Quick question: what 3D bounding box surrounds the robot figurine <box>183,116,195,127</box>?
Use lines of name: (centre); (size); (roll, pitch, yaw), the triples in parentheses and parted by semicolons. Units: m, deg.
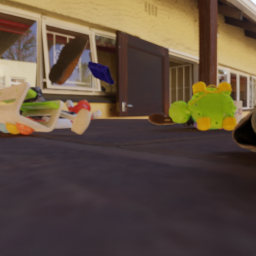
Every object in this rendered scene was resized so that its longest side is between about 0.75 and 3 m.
robot figurine: (2.263, -0.444, 8.663); (1.068, 0.887, 1.421); (2, 2, 0)

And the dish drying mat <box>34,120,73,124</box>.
dish drying mat: (-3.286, -0.185, 10.916); (2.407, 0.219, 0.924); (0, 3, -11)

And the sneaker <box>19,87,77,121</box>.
sneaker: (-3.587, -0.957, 12.044); (2.878, 1.638, 1.086); (0, 2, 3)

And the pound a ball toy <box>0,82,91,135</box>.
pound a ball toy: (-1.911, -0.184, 5.735); (2.061, 0.876, 1.344); (2, -22, 48)

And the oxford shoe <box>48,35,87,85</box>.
oxford shoe: (-1.437, -1.662, 6.931); (0.490, 1.375, 0.490); (38, 4, 18)

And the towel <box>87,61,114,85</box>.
towel: (-1.349, -2.615, 13.464); (1.387, 1.024, 0.344); (28, 62, 38)

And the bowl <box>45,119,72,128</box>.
bowl: (-2.225, -0.138, 8.799); (0.771, 0.288, 0.770); (-4, 4, -43)

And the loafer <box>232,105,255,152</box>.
loafer: (1.159, 0.024, 2.082); (0.565, 0.645, 1.796); (-13, -9, 14)

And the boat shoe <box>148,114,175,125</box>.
boat shoe: (1.403, -0.300, 11.690); (1.255, 0.463, 0.464); (7, -11, -12)

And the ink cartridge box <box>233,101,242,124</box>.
ink cartridge box: (4.992, -0.741, 13.419); (0.466, 1.100, 0.795); (-2, 3, -34)

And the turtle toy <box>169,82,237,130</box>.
turtle toy: (2.002, -0.481, 7.481); (1.793, 1.307, 0.906); (-1, -17, -3)

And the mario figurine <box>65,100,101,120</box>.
mario figurine: (-2.479, -1.015, 15.390); (1.686, 1.447, 2.731); (-15, 1, -12)
